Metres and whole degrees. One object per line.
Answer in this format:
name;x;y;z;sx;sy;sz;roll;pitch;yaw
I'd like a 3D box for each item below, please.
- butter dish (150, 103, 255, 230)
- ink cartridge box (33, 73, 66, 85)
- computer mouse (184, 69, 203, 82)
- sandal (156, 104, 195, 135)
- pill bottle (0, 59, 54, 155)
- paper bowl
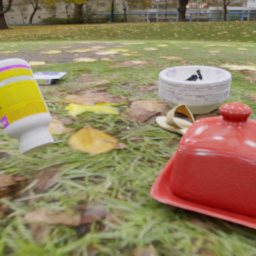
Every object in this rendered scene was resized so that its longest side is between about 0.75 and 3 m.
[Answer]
butter dish;2.178;0.480;6.013;2.797;2.073;2.805;11;24;24
ink cartridge box;-4.921;-3.010;17.030;2.032;0.477;2.008;2;20;2
computer mouse;2.499;-1.812;10.936;0.946;0.249;0.655;-33;39;27
sandal;1.894;-0.295;9.423;1.104;0.990;3.010;-7;23;-18
pill bottle;-2.644;-0.492;6.963;1.148;2.202;1.148;-24;-5;-2
paper bowl;2.745;-1.586;11.842;2.919;1.518;2.919;-1;26;0
